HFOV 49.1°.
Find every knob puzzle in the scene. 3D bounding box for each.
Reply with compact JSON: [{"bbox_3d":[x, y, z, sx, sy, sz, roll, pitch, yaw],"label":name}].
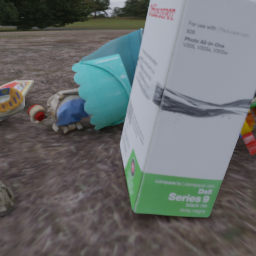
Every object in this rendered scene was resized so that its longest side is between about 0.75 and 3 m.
[{"bbox_3d":[-3.861,-1.111,8.834,1.561,0.216,1.561,-9,44,9],"label":"knob puzzle"}]

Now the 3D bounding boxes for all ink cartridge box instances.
[{"bbox_3d":[0.799,-0.492,4.408,1.254,2.984,2.178,8,23,-10],"label":"ink cartridge box"}]

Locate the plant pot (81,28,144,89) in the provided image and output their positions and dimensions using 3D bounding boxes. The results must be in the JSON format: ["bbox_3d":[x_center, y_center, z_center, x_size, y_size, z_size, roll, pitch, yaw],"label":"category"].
[{"bbox_3d":[-0.286,-1.774,8.976,2.115,2.251,2.251,-12,21,10],"label":"plant pot"}]

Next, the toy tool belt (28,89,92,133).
[{"bbox_3d":[-1.511,-0.363,6.877,1.574,0.983,0.968,-24,56,-32],"label":"toy tool belt"}]

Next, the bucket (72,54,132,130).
[{"bbox_3d":[-0.535,-0.914,6.960,1.161,1.785,1.785,-20,24,1],"label":"bucket"}]

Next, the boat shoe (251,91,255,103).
[{"bbox_3d":[2.342,-0.975,7.521,2.283,0.757,0.853,-2,45,44],"label":"boat shoe"}]

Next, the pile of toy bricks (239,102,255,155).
[{"bbox_3d":[2.928,0.021,5.902,1.318,1.173,2.376,-26,-10,21],"label":"pile of toy bricks"}]

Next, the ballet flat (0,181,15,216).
[{"bbox_3d":[-2.443,0.903,4.670,1.750,0.406,0.590,20,30,39],"label":"ballet flat"}]

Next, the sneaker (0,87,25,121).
[{"bbox_3d":[-3.824,-0.374,7.377,2.197,0.827,0.968,-13,-13,-15],"label":"sneaker"}]
